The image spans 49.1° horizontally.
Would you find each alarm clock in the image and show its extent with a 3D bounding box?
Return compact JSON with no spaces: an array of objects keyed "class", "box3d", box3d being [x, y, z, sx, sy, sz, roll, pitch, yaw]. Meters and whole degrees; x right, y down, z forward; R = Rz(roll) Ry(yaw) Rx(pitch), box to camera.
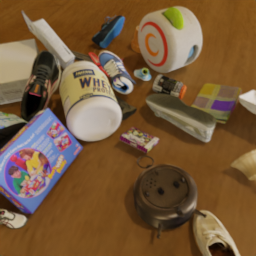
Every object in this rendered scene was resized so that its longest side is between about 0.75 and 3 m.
[{"class":"alarm clock","box3d":[0.994,1.812,8.657,1.899,0.937,2.815,-20,43,-13]}]

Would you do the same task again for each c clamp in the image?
[{"class":"c clamp","box3d":[-2.796,-2.796,13.077,2.575,0.349,2.200,28,68,28]}]

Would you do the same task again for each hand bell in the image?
[{"class":"hand bell","box3d":[4.303,1.830,8.872,1.093,1.093,2.099,-18,63,-16]}]

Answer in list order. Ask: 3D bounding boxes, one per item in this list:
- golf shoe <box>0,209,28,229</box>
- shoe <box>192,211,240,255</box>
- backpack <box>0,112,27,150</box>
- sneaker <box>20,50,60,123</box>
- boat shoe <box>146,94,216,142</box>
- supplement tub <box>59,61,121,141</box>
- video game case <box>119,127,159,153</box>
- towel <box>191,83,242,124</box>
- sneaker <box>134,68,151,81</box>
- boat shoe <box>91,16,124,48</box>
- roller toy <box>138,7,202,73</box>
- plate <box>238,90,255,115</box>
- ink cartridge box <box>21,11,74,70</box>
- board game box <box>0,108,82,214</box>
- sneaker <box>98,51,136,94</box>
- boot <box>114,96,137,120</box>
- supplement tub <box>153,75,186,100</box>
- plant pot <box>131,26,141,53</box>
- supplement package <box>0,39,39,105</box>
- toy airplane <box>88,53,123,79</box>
[{"class":"golf shoe","box3d":[-3.523,2.652,8.213,1.102,0.485,0.425,7,47,5]},{"class":"shoe","box3d":[2.521,3.372,7.317,1.001,0.764,2.864,-9,46,-10]},{"class":"backpack","box3d":[-4.372,0.568,9.122,2.643,2.156,2.032,-28,39,-30]},{"class":"sneaker","box3d":[-3.221,-1.448,10.291,1.157,1.243,2.880,11,89,-11]},{"class":"boat shoe","box3d":[1.896,-0.463,10.761,2.978,0.955,1.097,28,41,29]},{"class":"supplement tub","box3d":[-1.514,-1.072,10.596,1.973,1.973,2.722,-13,49,-12]},{"class":"video game case","box3d":[0.412,0.417,10.174,1.143,0.205,1.036,26,29,20]},{"class":"towel","box3d":[3.585,-1.109,11.586,1.672,0.265,2.329,16,47,28]},{"class":"sneaker","box3d":[0.808,-2.382,12.547,0.979,0.390,0.639,5,-7,-43]},{"class":"boat shoe","box3d":[-1.064,-5.433,15.198,0.917,1.125,2.672,24,49,11]},{"class":"roller toy","box3d":[1.922,-4.053,12.880,2.045,2.670,2.927,-25,23,-24]},{"class":"plate","box3d":[5.629,-0.585,10.600,2.654,0.429,2.649,32,27,25]},{"class":"ink cartridge box","box3d":[-3.339,-3.696,12.046,0.520,2.555,2.560,-42,101,-7]},{"class":"board game box","box3d":[-2.901,0.972,8.825,0.618,1.857,2.762,-13,33,44]},{"class":"sneaker","box3d":[-0.512,-2.211,11.358,0.784,1.945,1.424,-36,18,17]},{"class":"boot","box3d":[-0.379,-0.860,11.419,1.196,0.434,1.087,37,36,21]},{"class":"supplement tub","box3d":[1.770,-1.711,11.958,1.289,0.790,0.790,24,52,16]},{"class":"plant pot","box3d":[0.772,-4.659,14.506,1.190,1.090,1.190,0,47,0]},{"class":"supplement package","box3d":[-4.927,-2.300,11.719,2.606,1.445,2.029,-12,65,-9]},{"class":"toy airplane","box3d":[-1.011,-2.954,13.236,1.965,0.361,1.965,9,50,-11]}]
